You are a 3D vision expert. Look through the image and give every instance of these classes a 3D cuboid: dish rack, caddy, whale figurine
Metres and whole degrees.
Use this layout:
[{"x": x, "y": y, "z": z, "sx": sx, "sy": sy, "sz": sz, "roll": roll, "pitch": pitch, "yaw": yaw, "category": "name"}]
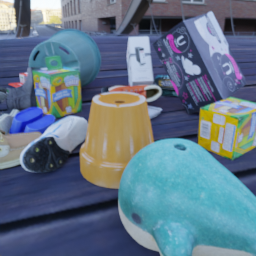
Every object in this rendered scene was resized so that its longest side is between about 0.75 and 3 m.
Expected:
[{"x": 0.547, "y": -0.551, "z": 9.858, "sx": 1.086, "sy": 0.236, "sz": 0.932, "roll": 15, "pitch": 25, "yaw": 32, "category": "dish rack"}, {"x": -2.705, "y": -0.006, "z": 7.964, "sx": 0.938, "sy": 0.697, "sz": 1.327, "roll": 31, "pitch": 30, "yaw": 10, "category": "caddy"}, {"x": 1.188, "y": 1.073, "z": 4.192, "sx": 2.859, "sy": 1.483, "sz": 2.274, "roll": 17, "pitch": 28, "yaw": 34, "category": "whale figurine"}]

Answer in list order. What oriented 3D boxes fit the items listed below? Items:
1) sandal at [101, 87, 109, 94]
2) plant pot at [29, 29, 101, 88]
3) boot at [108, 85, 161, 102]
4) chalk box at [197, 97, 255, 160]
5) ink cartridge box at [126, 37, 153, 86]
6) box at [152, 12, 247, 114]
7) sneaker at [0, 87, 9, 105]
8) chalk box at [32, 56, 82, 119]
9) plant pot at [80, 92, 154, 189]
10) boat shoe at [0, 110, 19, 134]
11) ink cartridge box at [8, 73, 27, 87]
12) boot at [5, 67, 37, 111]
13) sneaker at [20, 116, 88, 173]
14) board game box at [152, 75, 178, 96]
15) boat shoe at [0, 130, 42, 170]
[{"x": -0.361, "y": -0.462, "z": 8.546, "sx": 0.643, "sy": 1.009, "sz": 2.685, "roll": -15, "pitch": 34, "yaw": -1, "category": "sandal"}, {"x": -2.697, "y": -2.729, "z": 11.790, "sx": 2.706, "sy": 2.706, "sz": 2.651, "roll": 2, "pitch": 20, "yaw": 4, "category": "plant pot"}, {"x": 0.105, "y": -1.159, "z": 10.040, "sx": 2.196, "sy": 0.824, "sz": 1.178, "roll": -15, "pitch": 12, "yaw": -18, "category": "boot"}, {"x": 2.892, "y": -0.088, "z": 7.505, "sx": 1.844, "sy": 1.147, "sz": 1.142, "roll": -19, "pitch": 29, "yaw": -35, "category": "chalk box"}, {"x": 0.444, "y": -2.495, "z": 11.638, "sx": 0.852, "sy": 2.055, "sz": 1.509, "roll": -3, "pitch": -19, "yaw": -5, "category": "ink cartridge box"}, {"x": 2.524, "y": -2.244, "z": 9.749, "sx": 1.876, "sy": 2.839, "sz": 1.629, "roll": -32, "pitch": 7, "yaw": -37, "category": "box"}, {"x": -4.224, "y": -0.602, "z": 8.474, "sx": 0.727, "sy": 1.862, "sz": 0.793, "roll": 19, "pitch": 43, "yaw": -47, "category": "sneaker"}, {"x": -2.495, "y": -1.504, "z": 9.882, "sx": 1.217, "sy": 1.963, "sz": 1.225, "roll": 21, "pitch": 31, "yaw": 39, "category": "chalk box"}, {"x": -0.199, "y": 0.141, "z": 6.234, "sx": 1.823, "sy": 1.669, "sz": 1.823, "roll": 0, "pitch": 22, "yaw": 0, "category": "plant pot"}, {"x": -3.635, "y": -0.112, "z": 8.191, "sx": 0.606, "sy": 0.726, "sz": 1.946, "roll": -6, "pitch": 17, "yaw": -8, "category": "boat shoe"}, {"x": -4.940, "y": -2.495, "z": 14.252, "sx": 1.095, "sy": 0.506, "sz": 2.010, "roll": 20, "pitch": 29, "yaw": 41, "category": "ink cartridge box"}, {"x": -3.956, "y": -1.444, "z": 10.270, "sx": 1.115, "sy": 1.694, "sz": 0.591, "roll": -2, "pitch": -11, "yaw": -13, "category": "boot"}, {"x": -1.824, "y": 0.386, "z": 6.870, "sx": 0.877, "sy": 0.870, "sz": 2.420, "roll": -6, "pitch": 18, "yaw": 24, "category": "sneaker"}, {"x": 2.035, "y": -2.020, "z": 13.274, "sx": 1.834, "sy": 0.382, "sz": 2.712, "roll": 6, "pitch": 23, "yaw": 15, "category": "board game box"}, {"x": -3.289, "y": 0.433, "z": 6.514, "sx": 2.763, "sy": 0.917, "sz": 1.023, "roll": -14, "pitch": 26, "yaw": -31, "category": "boat shoe"}]
